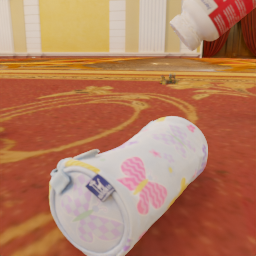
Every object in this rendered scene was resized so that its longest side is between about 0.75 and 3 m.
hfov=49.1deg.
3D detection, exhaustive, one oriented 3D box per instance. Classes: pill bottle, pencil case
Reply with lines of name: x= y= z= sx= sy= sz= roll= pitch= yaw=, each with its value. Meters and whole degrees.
pill bottle: x=1.997 y=-2.740 z=6.306 sx=2.041 sy=1.146 sz=1.146 roll=-39 pitch=10 yaw=14
pencil case: x=0.178 y=0.575 z=3.678 sx=1.135 sy=1.040 sz=2.502 roll=36 pitch=31 yaw=21

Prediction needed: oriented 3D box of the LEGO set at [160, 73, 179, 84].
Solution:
LEGO set: x=2.296 y=-2.769 z=15.566 sx=1.051 sy=0.609 sz=0.808 roll=1 pitch=17 yaw=2
